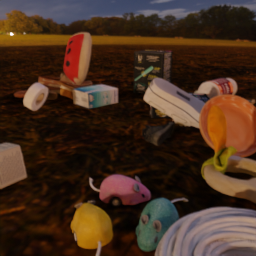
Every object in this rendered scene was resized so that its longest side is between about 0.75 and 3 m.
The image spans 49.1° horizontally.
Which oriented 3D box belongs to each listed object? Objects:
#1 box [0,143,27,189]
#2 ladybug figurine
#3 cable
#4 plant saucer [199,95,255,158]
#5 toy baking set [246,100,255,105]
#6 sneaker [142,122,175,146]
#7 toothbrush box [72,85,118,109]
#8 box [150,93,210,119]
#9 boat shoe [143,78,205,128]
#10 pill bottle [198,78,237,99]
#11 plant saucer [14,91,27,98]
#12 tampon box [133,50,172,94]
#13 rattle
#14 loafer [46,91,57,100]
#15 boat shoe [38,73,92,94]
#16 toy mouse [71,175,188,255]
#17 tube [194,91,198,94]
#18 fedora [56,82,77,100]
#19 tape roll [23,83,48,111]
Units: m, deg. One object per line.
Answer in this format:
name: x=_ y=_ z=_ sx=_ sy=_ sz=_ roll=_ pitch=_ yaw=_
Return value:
box: x=-3.230 y=1.009 z=5.766 sx=0.701 sy=0.842 sz=2.049 roll=6 pitch=18 yaw=41
ladybug figurine: x=-2.421 y=-3.333 z=13.244 sx=1.049 sy=1.980 sz=2.917 roll=11 pitch=54 yaw=-18
cable: x=1.508 y=1.957 z=3.333 sx=2.480 sy=0.859 sz=2.480 roll=0 pitch=19 yaw=-2
plant saucer: x=2.883 y=-0.041 z=7.903 sx=1.880 sy=1.880 sz=0.352 roll=-3 pitch=-21 yaw=-8
toy baking set: x=5.248 y=-1.248 z=12.778 sx=1.036 sy=0.157 sz=1.350 roll=15 pitch=25 yaw=34
sneaker: x=0.927 y=0.084 z=8.755 sx=0.763 sy=0.509 sz=1.332 roll=21 pitch=34 yaw=30
toothbrush box: x=-1.447 y=-1.424 z=12.461 sx=1.644 sy=0.701 sz=1.204 roll=-19 pitch=27 yaw=-40
box: x=2.113 y=-0.924 z=11.332 sx=2.450 sy=0.564 sz=1.948 roll=1 pitch=21 yaw=2
boat shoe: x=1.833 y=-0.558 z=9.279 sx=2.828 sy=0.924 sz=1.040 roll=35 pitch=37 yaw=1
pill bottle: x=4.082 y=-1.678 z=12.655 sx=1.843 sy=1.052 sz=1.052 roll=-19 pitch=28 yaw=-40
plant saucer: x=-5.211 y=-1.717 z=14.032 sx=0.972 sy=0.157 sz=0.972 roll=1 pitch=21 yaw=0
tampon box: x=1.257 y=-2.822 z=14.191 sx=1.564 sy=2.087 sz=1.317 roll=12 pitch=24 yaw=28
rattle: x=2.692 y=0.685 z=5.630 sx=1.591 sy=1.746 sz=2.444 roll=10 pitch=9 yaw=-25
loafer: x=-3.983 y=-1.567 z=13.272 sx=1.226 sy=0.464 sz=0.419 roll=6 pitch=18 yaw=-12
boat shoe: x=-3.201 y=-2.278 z=14.296 sx=2.795 sy=1.003 sz=1.058 roll=-7 pitch=22 yaw=-17
toy mouse: x=0.109 y=1.397 z=5.195 sx=2.363 sy=0.514 sz=2.658 roll=-7 pitch=20 yaw=-18
tube: x=3.834 y=-1.654 z=13.536 sx=1.735 sy=0.451 sz=0.504 roll=-12 pitch=62 yaw=-41
fedora: x=-2.745 y=-1.691 z=13.058 sx=1.450 sy=0.592 sz=1.450 roll=21 pitch=6 yaw=-2
tape roll: x=-3.734 y=-1.262 z=11.379 sx=0.392 sy=1.120 sz=1.120 roll=30 pitch=26 yaw=5
